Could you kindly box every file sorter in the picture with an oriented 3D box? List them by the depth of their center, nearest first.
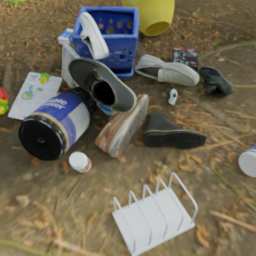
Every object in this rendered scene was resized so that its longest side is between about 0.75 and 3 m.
[{"bbox_3d":[0.696,2.226,7.468,1.915,1.192,1.329,-19,51,-17],"label":"file sorter"}]

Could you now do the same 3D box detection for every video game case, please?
[{"bbox_3d":[-2.110,-2.175,11.234,0.200,1.586,2.216,-16,48,-31],"label":"video game case"}]

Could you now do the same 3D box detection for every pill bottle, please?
[{"bbox_3d":[-1.476,1.063,8.617,0.524,0.957,0.524,-1,72,4],"label":"pill bottle"},{"bbox_3d":[4.247,0.893,8.873,1.456,0.842,0.842,-25,52,-33],"label":"pill bottle"},{"bbox_3d":[-2.149,-0.283,9.281,1.583,1.583,2.831,14,34,12],"label":"pill bottle"}]

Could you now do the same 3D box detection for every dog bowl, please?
[{"bbox_3d":[-0.818,-0.998,10.947,0.782,0.348,1.403,-34,57,-19],"label":"dog bowl"}]

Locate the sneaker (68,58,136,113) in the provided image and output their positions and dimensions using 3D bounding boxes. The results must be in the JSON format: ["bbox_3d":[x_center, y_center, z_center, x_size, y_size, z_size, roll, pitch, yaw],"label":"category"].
[{"bbox_3d":[-1.090,-1.565,9.051,2.853,1.515,1.067,35,101,19],"label":"sneaker"}]

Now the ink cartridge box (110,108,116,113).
[{"bbox_3d":[-0.671,-1.323,10.487,0.427,0.748,1.441,-20,52,-10],"label":"ink cartridge box"}]

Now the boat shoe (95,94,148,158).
[{"bbox_3d":[-0.164,-0.280,9.858,1.044,1.101,2.908,20,49,19],"label":"boat shoe"}]

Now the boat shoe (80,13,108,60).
[{"bbox_3d":[-1.366,-3.271,9.943,0.622,0.700,1.903,-24,73,-19],"label":"boat shoe"}]

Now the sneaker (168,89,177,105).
[{"bbox_3d":[1.853,-1.323,11.226,0.321,0.372,0.857,19,46,-5],"label":"sneaker"}]

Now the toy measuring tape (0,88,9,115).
[{"bbox_3d":[-5.284,-1.475,10.901,0.907,0.907,2.466,-22,58,-19],"label":"toy measuring tape"}]

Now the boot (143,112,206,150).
[{"bbox_3d":[1.600,-0.042,9.860,2.107,0.816,1.458,5,41,2],"label":"boot"}]

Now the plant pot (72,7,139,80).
[{"bbox_3d":[-0.836,-3.525,11.987,2.550,2.292,2.549,1,47,1],"label":"plant pot"}]

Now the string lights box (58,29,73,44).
[{"bbox_3d":[-3.109,-4.687,14.397,0.537,0.308,1.045,15,49,13],"label":"string lights box"}]

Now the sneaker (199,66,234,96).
[{"bbox_3d":[3.405,-1.915,11.518,1.014,0.676,1.769,-18,55,-31],"label":"sneaker"}]

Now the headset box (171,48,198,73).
[{"bbox_3d":[2.527,-3.005,12.653,1.165,0.605,1.566,6,47,5],"label":"headset box"}]

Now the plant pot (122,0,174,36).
[{"bbox_3d":[1.231,-5.857,14.206,2.680,2.680,1.902,-13,80,-12],"label":"plant pot"}]

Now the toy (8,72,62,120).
[{"bbox_3d":[-3.524,-1.110,10.894,1.350,0.554,2.345,11,57,-2],"label":"toy"}]

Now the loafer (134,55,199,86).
[{"bbox_3d":[1.582,-2.274,11.821,2.784,0.974,0.972,22,59,26],"label":"loafer"}]
